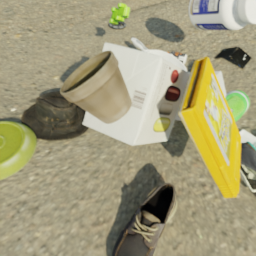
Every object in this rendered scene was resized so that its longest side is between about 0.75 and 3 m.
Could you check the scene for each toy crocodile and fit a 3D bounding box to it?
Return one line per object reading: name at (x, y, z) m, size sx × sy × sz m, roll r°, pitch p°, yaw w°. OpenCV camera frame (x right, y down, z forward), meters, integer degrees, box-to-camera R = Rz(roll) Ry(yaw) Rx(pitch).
toy crocodile at (-0.294, -4.249, 10.545) m, size 0.532 × 0.582 × 1.724 m, roll 7°, pitch 8°, yaw -24°

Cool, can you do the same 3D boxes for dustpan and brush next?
dustpan and brush at (1.029, -3.138, 12.697) m, size 2.093 × 0.858 × 2.999 m, roll -26°, pitch 51°, yaw -24°

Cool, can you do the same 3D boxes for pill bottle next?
pill bottle at (2.239, -3.300, 13.128) m, size 0.911 × 0.484 × 0.484 m, roll 18°, pitch 48°, yaw 18°
pill bottle at (3.518, -4.265, 9.909) m, size 1.539 × 1.539 × 2.571 m, roll -23°, pitch 28°, yaw -21°

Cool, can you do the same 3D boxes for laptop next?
laptop at (5.040, -3.342, 13.462) m, size 1.317 × 0.680 × 1.167 m, roll 43°, pitch 56°, yaw 4°

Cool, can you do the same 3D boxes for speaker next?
speaker at (3.350, -0.505, 10.018) m, size 2.284 × 1.010 × 1.010 m, roll -32°, pitch 54°, yaw -28°

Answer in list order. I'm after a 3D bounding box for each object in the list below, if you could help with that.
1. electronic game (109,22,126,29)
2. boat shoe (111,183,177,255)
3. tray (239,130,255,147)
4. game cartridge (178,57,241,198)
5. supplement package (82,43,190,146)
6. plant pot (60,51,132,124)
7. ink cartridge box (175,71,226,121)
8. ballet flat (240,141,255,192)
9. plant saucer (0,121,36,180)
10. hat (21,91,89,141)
electronic game at (-0.598, -5.812, 15.794) m, size 0.999 × 0.208 × 0.999 m, roll 3°, pitch 44°, yaw -3°
boat shoe at (0.403, 2.456, 7.055) m, size 1.042 × 1.026 × 2.798 m, roll 21°, pitch 49°, yaw 19°
tray at (3.807, 0.601, 9.509) m, size 1.360 × 0.151 × 0.730 m, roll -31°, pitch 52°, yaw -27°
game cartridge at (2.083, -0.025, 6.588) m, size 0.430 × 2.651 × 2.337 m, roll -17°, pitch 30°, yaw 33°
supplement package at (0.305, -0.816, 7.410) m, size 1.617 × 2.103 × 2.199 m, roll 23°, pitch 12°, yaw 27°
plant pot at (-0.527, -0.732, 5.706) m, size 1.289 × 1.118 × 1.289 m, roll -29°, pitch 31°, yaw 19°
ink cartridge box at (1.863, -1.150, 9.950) m, size 2.479 × 1.064 × 1.815 m, roll 11°, pitch 41°, yaw 45°
ballet flat at (4.082, 1.665, 7.992) m, size 1.073 × 1.073 × 2.937 m, roll -27°, pitch 57°, yaw -24°
plant saucer at (-4.353, 0.613, 9.233) m, size 2.545 × 0.395 × 2.545 m, roll -1°, pitch 47°, yaw 2°
hat at (-2.635, -0.667, 10.137) m, size 2.630 × 1.061 × 2.630 m, roll 0°, pitch 46°, yaw 0°
